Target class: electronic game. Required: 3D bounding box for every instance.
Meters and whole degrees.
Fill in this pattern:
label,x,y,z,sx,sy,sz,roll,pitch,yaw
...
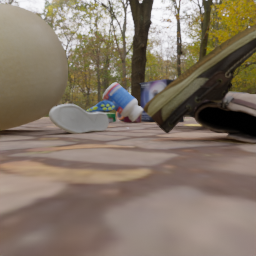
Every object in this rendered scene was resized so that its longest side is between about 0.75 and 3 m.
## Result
label,x,y,z,sx,sy,sz,roll,pitch,yaw
electronic game,2.090,-0.516,7.567,2.726,0.567,2.726,-3,-2,0

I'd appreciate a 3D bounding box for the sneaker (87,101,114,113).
label,x,y,z,sx,sy,sz,roll,pitch,yaw
sneaker,-0.815,-0.483,7.796,0.914,0.324,0.379,-27,-8,-15

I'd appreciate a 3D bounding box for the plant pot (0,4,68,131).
label,x,y,z,sx,sy,sz,roll,pitch,yaw
plant pot,-2.722,-0.932,4.934,2.612,2.612,2.789,0,18,4

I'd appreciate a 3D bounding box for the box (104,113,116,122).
label,x,y,z,sx,sy,sz,roll,pitch,yaw
box,-1.606,-0.477,13.057,1.865,0.451,1.094,5,7,42

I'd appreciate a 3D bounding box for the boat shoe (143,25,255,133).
label,x,y,z,sx,sy,sz,roll,pitch,yaw
boat shoe,1.019,-0.579,3.585,1.782,0.578,0.652,-36,5,29

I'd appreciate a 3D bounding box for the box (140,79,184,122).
label,x,y,z,sx,sy,sz,roll,pitch,yaw
box,1.581,-1.252,13.402,1.204,1.938,1.953,-1,2,-35

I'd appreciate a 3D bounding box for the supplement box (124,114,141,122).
label,x,y,z,sx,sy,sz,roll,pitch,yaw
supplement box,0.215,-0.464,12.921,0.527,0.415,0.805,1,3,25

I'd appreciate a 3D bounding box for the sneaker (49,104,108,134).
label,x,y,z,sx,sy,sz,roll,pitch,yaw
sneaker,-1.111,-0.143,5.491,0.734,0.524,1.481,-1,-3,33

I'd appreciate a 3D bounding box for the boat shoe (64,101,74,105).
label,x,y,z,sx,sy,sz,roll,pitch,yaw
boat shoe,-2.813,-0.700,12.414,0.665,0.709,1.969,-17,16,11

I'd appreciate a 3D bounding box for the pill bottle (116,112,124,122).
label,x,y,z,sx,sy,sz,roll,pitch,yaw
pill bottle,-0.092,-0.692,14.770,0.709,0.709,1.335,2,3,31

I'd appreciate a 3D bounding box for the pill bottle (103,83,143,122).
label,x,y,z,sx,sy,sz,roll,pitch,yaw
pill bottle,-0.196,-1.075,12.031,1.685,0.946,0.946,42,9,7

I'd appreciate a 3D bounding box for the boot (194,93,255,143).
label,x,y,z,sx,sy,sz,roll,pitch,yaw
boot,1.973,-0.116,3.839,2.058,0.723,1.505,8,16,32
